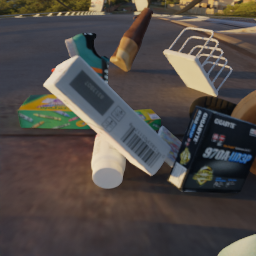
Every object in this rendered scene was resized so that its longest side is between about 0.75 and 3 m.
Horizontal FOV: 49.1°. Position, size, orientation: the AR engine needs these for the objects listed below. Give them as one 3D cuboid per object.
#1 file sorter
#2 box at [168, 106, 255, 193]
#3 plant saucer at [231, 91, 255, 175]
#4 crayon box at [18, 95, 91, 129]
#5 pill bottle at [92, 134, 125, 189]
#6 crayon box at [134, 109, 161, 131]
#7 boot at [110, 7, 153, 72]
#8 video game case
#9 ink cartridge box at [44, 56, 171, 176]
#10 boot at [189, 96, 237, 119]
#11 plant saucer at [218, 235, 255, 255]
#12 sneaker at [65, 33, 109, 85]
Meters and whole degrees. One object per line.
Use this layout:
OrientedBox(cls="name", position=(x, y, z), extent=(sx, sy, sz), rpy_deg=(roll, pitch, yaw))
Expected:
OrientedBox(cls="file sorter", position=(2.561, -2.371, 9.947), extent=(1.437, 2.071, 1.289), rpy_deg=(31, 84, 47))
OrientedBox(cls="box", position=(1.575, 0.447, 4.823), extent=(1.673, 1.329, 0.385), rpy_deg=(12, 12, -37))
OrientedBox(cls="plant saucer", position=(2.838, 0.168, 5.264), extent=(1.932, 1.932, 0.362), rpy_deg=(16, 24, 29))
OrientedBox(cls="crayon box", position=(-1.992, -0.484, 8.116), extent=(1.957, 0.570, 1.162), rpy_deg=(1, 28, -1))
OrientedBox(cls="pill bottle", position=(-0.389, 0.605, 5.766), extent=(0.681, 0.681, 1.202), rpy_deg=(0, 36, 1))
OrientedBox(cls="crayon box", position=(0.193, -0.185, 7.782), extent=(1.239, 0.361, 0.736), rpy_deg=(-7, 27, -15))
OrientedBox(cls="boot", position=(0.230, -3.790, 12.350), extent=(1.023, 2.352, 2.827), rpy_deg=(32, -1, -7))
OrientedBox(cls="video game case", position=(1.018, 0.549, 5.652), extent=(1.134, 0.130, 1.032), rpy_deg=(41, 26, -5))
OrientedBox(cls="ink cartridge box", position=(-0.629, -0.254, 5.228), extent=(0.741, 2.112, 2.598), rpy_deg=(-52, 23, -13))
OrientedBox(cls="boot", position=(2.908, -0.053, 6.949), extent=(2.773, 1.074, 1.918), rpy_deg=(28, 8, 11))
OrientedBox(cls="plant saucer", position=(2.119, 1.553, 2.637), extent=(2.511, 0.483, 2.511), rpy_deg=(6, 10, -1))
OrientedBox(cls="sneaker", position=(-0.830, -1.431, 7.603), extent=(0.917, 2.296, 0.819), rpy_deg=(-22, 17, 0))
